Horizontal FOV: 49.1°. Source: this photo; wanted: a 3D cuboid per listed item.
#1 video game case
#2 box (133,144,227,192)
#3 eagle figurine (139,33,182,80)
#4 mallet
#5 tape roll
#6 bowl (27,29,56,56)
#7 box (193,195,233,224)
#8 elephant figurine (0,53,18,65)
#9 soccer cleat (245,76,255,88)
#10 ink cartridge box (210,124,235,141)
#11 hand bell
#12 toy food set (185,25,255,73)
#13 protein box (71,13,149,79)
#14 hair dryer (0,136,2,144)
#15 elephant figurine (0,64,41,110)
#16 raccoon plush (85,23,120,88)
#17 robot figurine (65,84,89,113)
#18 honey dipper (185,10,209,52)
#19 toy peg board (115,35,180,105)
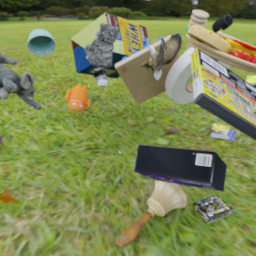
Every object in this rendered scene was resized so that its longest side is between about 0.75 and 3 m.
[{"bbox_3d":[1.890,-0.548,5.015,1.786,0.228,1.614,29,39,-15],"label":"video game case"},{"bbox_3d":[1.145,0.868,6.071,1.673,0.660,1.181,3,-15,32],"label":"box"},{"bbox_3d":[0.974,-2.169,8.452,1.006,1.011,1.333,21,-28,-36],"label":"eagle figurine"},{"bbox_3d":[2.540,-2.346,8.076,0.369,1.795,0.591,18,-5,-18],"label":"mallet"},{"bbox_3d":[2.513,-1.932,10.107,2.595,2.595,0.474,-16,56,-28],"label":"tape roll"},{"bbox_3d":[-2.896,-2.898,9.276,0.936,0.936,0.489,-9,66,-17],"label":"bowl"},{"bbox_3d":[2.256,2.151,7.496,0.819,0.202,0.654,-13,32,-23],"label":"box"},{"bbox_3d":[-3.591,-1.871,7.174,1.103,0.780,0.855,20,51,32],"label":"elephant figurine"},{"bbox_3d":[3.958,-1.474,8.700,1.220,0.394,0.510,-22,67,13],"label":"soccer cleat"},{"bbox_3d":[3.851,0.162,11.330,0.910,0.214,0.900,8,28,19],"label":"ink cartridge box"},{"bbox_3d":[0.475,2.215,6.939,1.037,1.037,1.992,24,49,38],"label":"hand bell"},{"bbox_3d":[2.159,-1.789,6.216,1.945,0.473,1.926,21,25,0],"label":"toy food set"},{"bbox_3d":[-0.672,-3.195,11.489,2.266,1.540,2.282,-17,-9,42],"label":"protein box"},{"bbox_3d":[-5.795,0.738,10.067,2.259,0.614,1.721,-18,15,-40],"label":"hair dryer"},{"bbox_3d":[-3.579,-1.359,9.253,1.097,1.202,1.550,41,23,27],"label":"elephant figurine"},{"bbox_3d":[-0.521,-1.967,7.381,0.750,1.038,1.549,-9,69,-36],"label":"raccoon plush"},{"bbox_3d":[-1.615,-0.916,9.056,0.571,0.704,0.979,-3,62,22],"label":"robot figurine"},{"bbox_3d":[2.113,-2.646,10.081,0.567,2.987,0.567,7,41,-7],"label":"honey dipper"},{"bbox_3d":[0.778,-2.256,10.220,2.124,2.116,1.039,-26,50,9],"label":"toy peg board"}]
